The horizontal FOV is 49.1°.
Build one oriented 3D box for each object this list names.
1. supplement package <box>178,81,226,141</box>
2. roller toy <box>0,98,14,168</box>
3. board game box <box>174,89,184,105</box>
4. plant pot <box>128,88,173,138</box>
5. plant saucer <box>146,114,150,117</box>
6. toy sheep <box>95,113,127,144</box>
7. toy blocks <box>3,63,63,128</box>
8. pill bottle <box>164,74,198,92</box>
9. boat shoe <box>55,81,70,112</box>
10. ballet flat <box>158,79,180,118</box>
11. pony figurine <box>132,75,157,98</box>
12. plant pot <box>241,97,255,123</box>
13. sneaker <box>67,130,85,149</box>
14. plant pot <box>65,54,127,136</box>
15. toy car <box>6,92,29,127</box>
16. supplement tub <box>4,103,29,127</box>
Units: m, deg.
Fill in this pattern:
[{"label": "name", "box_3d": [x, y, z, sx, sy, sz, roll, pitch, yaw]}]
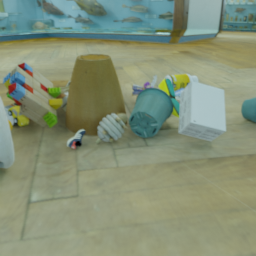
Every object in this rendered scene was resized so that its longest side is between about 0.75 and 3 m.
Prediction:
[{"label": "supplement package", "box_3d": [2.534, -0.565, 9.646, 1.286, 0.915, 1.651, 13, 64, -11]}, {"label": "roller toy", "box_3d": [-4.178, 0.094, 7.743, 1.824, 2.381, 2.611, -14, 35, -28]}, {"label": "board game box", "box_3d": [2.481, -1.390, 12.959, 1.266, 0.275, 1.260, -27, 30, -24]}, {"label": "plant pot", "box_3d": [0.752, -0.479, 10.166, 1.483, 1.483, 1.452, 9, 36, 19]}, {"label": "plant saucer", "box_3d": [1.241, -1.047, 11.911, 1.429, 0.257, 1.429, 4, 58, -6]}, {"label": "toy sheep", "box_3d": [-0.587, 0.030, 9.623, 1.427, 0.984, 0.984, -40, 35, -7]}, {"label": "toy blocks", "box_3d": [-3.758, -1.421, 10.581, 1.442, 1.972, 2.885, -36, 43, 15]}, {"label": "pill bottle", "box_3d": [2.805, -2.359, 14.829, 1.675, 0.938, 0.938, -8, 26, -16]}, {"label": "boat shoe", "box_3d": [-2.342, -1.790, 12.915, 1.073, 0.982, 2.872, -34, 11, 29]}, {"label": "ballet flat", "box_3d": [1.674, -1.103, 11.392, 0.656, 0.658, 1.962, 18, 48, -47]}, {"label": "pony figurine", "box_3d": [0.943, -1.716, 13.152, 1.513, 1.260, 1.460, 7, -10, 11]}, {"label": "plant pot", "box_3d": [5.220, -0.717, 11.149, 1.209, 1.209, 1.136, -19, 16, -35]}, {"label": "sneaker", "box_3d": [-1.651, 0.411, 9.443, 0.383, 0.339, 0.906, 28, 46, 15]}, {"label": "plant pot", "box_3d": [-1.239, -1.397, 10.742, 2.470, 2.650, 2.470, 1, 24, 0]}, {"label": "toy car", "box_3d": [-4.459, -1.158, 10.652, 2.133, 0.476, 2.007, 33, 30, -16]}, {"label": "supplement tub", "box_3d": [-4.337, -0.635, 11.233, 0.818, 0.818, 1.336, 13, 27, 25]}]
